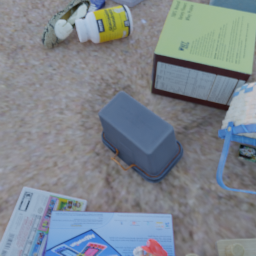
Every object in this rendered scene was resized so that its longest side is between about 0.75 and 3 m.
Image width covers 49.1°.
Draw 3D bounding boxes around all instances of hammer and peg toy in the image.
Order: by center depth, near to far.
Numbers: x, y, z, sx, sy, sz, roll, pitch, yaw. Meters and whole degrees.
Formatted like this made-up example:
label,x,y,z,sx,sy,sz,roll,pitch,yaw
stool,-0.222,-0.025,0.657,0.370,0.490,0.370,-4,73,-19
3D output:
label,x,y,z,sx,sy,sz,roll,pitch,yaw
hammer and peg toy,2.600,3.486,5.832,2.976,1.050,2.189,-3,59,-2

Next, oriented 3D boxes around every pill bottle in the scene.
label,x,y,z,sx,sy,sz,roll,pitch,yaw
pill bottle,-0.900,-3.796,10.410,1.972,1.105,1.105,-16,59,-10

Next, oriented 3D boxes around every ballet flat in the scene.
label,x,y,z,sx,sy,sz,roll,pitch,yaw
ballet flat,-2.236,-4.028,10.494,0.966,0.870,2.566,13,62,39

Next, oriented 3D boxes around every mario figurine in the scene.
label,x,y,z,sx,sy,sz,roll,pitch,yaw
mario figurine,0.349,2.937,5.731,0.800,0.687,1.296,8,87,26

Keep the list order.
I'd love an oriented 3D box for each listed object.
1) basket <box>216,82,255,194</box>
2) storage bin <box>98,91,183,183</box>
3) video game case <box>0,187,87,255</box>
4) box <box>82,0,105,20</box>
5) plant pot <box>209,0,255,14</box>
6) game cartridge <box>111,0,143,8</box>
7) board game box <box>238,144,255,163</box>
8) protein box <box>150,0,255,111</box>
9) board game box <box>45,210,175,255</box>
label,x,y,z,sx,sy,sz,roll,pitch,yaw
basket,3.699,0.390,7.257,2.536,2.001,2.877,15,77,-10
storage bin,0.177,0.209,7.450,2.307,1.549,1.679,38,75,25
video game case,-2.075,2.516,6.849,1.706,0.207,1.875,12,58,1
box,-1.624,-5.080,11.712,0.978,0.262,1.615,24,63,14
plant pot,5.014,-6.415,11.116,2.685,2.735,2.678,14,58,8
game cartridge,-0.373,-6.399,12.433,2.805,0.573,1.867,39,70,22
board game box,3.646,0.790,8.102,0.861,0.101,0.451,17,57,11
protein box,2.381,-2.355,9.046,2.709,1.828,2.689,15,59,9
board game box,-0.385,2.767,6.583,2.967,0.288,1.527,3,57,-4
